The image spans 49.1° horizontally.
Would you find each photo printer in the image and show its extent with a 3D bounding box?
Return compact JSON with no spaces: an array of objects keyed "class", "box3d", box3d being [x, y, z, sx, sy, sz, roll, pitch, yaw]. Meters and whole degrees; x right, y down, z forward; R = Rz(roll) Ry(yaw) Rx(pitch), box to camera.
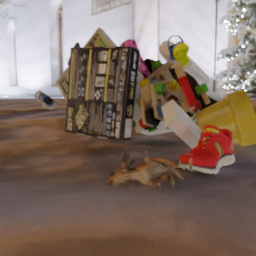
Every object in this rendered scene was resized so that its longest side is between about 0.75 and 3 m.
[{"class":"photo printer","box3d":[2.189,-2.583,11.262,1.736,0.725,2.086,21,30,-46]}]

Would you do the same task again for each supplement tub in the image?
[{"class":"supplement tub","box3d":[1.160,-0.763,10.070,1.934,1.934,2.674,8,10,43]}]

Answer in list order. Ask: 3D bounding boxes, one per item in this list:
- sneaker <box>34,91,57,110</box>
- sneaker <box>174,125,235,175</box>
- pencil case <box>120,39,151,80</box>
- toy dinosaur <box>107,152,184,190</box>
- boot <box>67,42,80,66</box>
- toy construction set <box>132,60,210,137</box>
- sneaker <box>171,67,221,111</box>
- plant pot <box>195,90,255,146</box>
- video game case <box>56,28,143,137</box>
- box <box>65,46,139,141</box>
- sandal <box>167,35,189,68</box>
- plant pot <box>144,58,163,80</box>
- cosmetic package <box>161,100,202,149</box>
[{"class":"sneaker","box3d":[-2.545,-0.801,8.971,0.431,0.390,1.013,24,-9,27]},{"class":"sneaker","box3d":[1.562,0.392,5.668,0.802,0.885,2.083,6,10,36]},{"class":"pencil case","box3d":[0.238,-2.538,10.849,0.966,2.129,0.997,-23,-34,2]},{"class":"toy dinosaur","box3d":[0.345,0.708,4.834,1.311,0.563,0.888,1,0,-33]},{"class":"boot","box3d":[-1.722,-2.782,11.492,1.290,1.173,0.468,18,-5,-2]},{"class":"toy construction set","box3d":[1.022,-1.148,7.750,2.104,1.938,2.522,-17,-9,-19]},{"class":"sneaker","box3d":[2.228,-1.037,9.136,2.452,0.893,1.038,43,20,7]},{"class":"plant pot","box3d":[2.699,-0.133,7.805,1.426,1.515,1.515,-17,4,15]},{"class":"video game case","box3d":[-1.130,-1.608,9.512,0.323,2.665,2.927,20,29,-51]},{"class":"box","box3d":[-0.822,-1.022,8.239,2.111,2.619,0.643,7,5,27]},{"class":"sandal","box3d":[1.562,-2.388,8.917,0.647,0.709,1.628,-25,-17,-3]},{"class":"plant pot","box3d":[1.453,-2.040,11.874,1.667,1.558,1.558,4,6,-20]},{"class":"cosmetic package","box3d":[1.366,-0.008,6.778,0.372,0.606,1.468,-33,-48,22]}]
